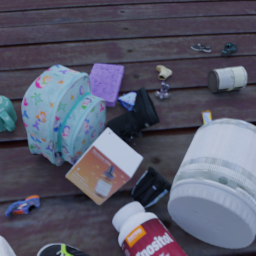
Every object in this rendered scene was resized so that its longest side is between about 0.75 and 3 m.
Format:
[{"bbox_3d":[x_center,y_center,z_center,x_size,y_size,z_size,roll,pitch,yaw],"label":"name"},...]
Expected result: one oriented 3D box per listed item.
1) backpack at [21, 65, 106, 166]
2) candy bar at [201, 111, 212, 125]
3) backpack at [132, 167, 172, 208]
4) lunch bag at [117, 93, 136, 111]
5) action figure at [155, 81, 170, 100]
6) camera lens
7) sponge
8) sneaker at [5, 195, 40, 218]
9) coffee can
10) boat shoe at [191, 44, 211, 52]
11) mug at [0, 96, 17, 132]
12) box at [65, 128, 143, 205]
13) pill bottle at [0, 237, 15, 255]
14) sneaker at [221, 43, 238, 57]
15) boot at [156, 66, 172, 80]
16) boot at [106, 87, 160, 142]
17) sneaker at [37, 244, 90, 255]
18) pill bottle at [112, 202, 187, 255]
[{"bbox_3d":[-1.912,-0.379,8.534,2.081,2.764,2.453,19,49,17],"label":"backpack"},{"bbox_3d":[2.839,-0.052,9.945,0.357,0.159,1.433,-8,51,16],"label":"candy bar"},{"bbox_3d":[0.598,1.727,7.750,0.856,0.807,1.050,42,90,21],"label":"backpack"},{"bbox_3d":[0.133,-1.050,10.767,0.767,0.479,1.018,-29,49,-28],"label":"lunch bag"},{"bbox_3d":[1.426,-1.453,11.250,0.621,0.331,0.954,18,52,7],"label":"action figure"},{"bbox_3d":[2.475,1.306,7.299,2.225,2.225,2.782,21,50,18],"label":"camera lens"},{"bbox_3d":[-1.004,-1.814,11.552,1.325,0.354,2.376,7,47,5],"label":"sponge"},{"bbox_3d":[-2.909,2.229,7.758,0.977,0.368,0.383,-24,56,-18],"label":"sneaker"},{"bbox_3d":[3.962,-1.943,11.276,1.246,0.912,0.912,-8,47,-7],"label":"coffee can"},{"bbox_3d":[3.550,-3.928,13.576,0.960,0.290,0.355,16,49,15],"label":"boat shoe"},{"bbox_3d":[-4.590,-0.562,9.960,1.474,0.912,1.211,5,46,5],"label":"mug"},{"bbox_3d":[-0.664,1.063,7.512,1.262,1.657,0.881,41,38,-2],"label":"box"},{"bbox_3d":[-3.571,3.640,5.562,2.831,1.611,1.611,-28,53,-24],"label":"pill bottle"},{"bbox_3d":[4.901,-3.834,13.366,0.461,0.485,1.223,32,53,29],"label":"sneaker"},{"bbox_3d":[1.430,-2.375,12.137,0.769,0.280,0.598,31,54,21],"label":"boot"},{"bbox_3d":[0.084,-0.421,9.686,1.727,0.780,2.107,-28,37,13],"label":"boot"},{"bbox_3d":[-1.152,3.154,6.500,2.160,0.894,0.774,14,48,13],"label":"sneaker"},{"bbox_3d":[0.505,2.818,6.651,1.145,1.145,2.026,-26,51,-23],"label":"pill bottle"}]
